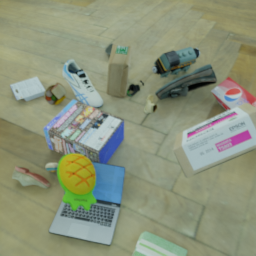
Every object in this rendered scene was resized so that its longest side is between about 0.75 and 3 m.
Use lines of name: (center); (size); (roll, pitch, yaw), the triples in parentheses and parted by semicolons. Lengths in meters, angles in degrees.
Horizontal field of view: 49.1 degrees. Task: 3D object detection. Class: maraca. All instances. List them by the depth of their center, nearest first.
maraca: (-1.477, 1.549, 8.224); (1.238, 0.966, 1.805); (10, 51, -32)

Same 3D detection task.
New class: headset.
headset: (0.351, -1.807, 13.000); (0.621, 0.473, 1.006); (15, 63, 51)

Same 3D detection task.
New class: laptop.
laptop: (-1.222, 2.175, 8.494); (1.904, 1.179, 2.034); (8, 42, 9)

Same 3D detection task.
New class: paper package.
paper package: (-0.398, -2.637, 12.805); (0.940, 1.732, 1.817); (8, 43, -1)

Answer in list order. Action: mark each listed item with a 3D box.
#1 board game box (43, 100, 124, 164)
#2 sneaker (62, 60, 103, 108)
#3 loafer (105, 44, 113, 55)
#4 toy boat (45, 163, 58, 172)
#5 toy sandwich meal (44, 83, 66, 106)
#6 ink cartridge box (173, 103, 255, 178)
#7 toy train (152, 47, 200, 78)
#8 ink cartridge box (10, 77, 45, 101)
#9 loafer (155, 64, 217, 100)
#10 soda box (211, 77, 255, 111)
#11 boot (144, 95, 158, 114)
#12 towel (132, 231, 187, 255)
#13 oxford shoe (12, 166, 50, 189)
board game box: (-1.579, 0.232, 10.432); (2.324, 1.126, 1.853); (22, 50, 18)
sneaker: (-2.051, -1.955, 12.522); (0.953, 0.961, 2.653); (-29, 71, -36)
loafer: (-0.690, -4.021, 15.186); (0.674, 0.624, 1.792); (-44, 41, 5)
toy boat: (-2.464, 1.411, 9.770); (0.813, 0.684, 0.378); (0, 81, -19)
toy sandwich meal: (-3.169, -1.455, 12.291); (1.023, 1.023, 0.350); (-27, 22, -25)
ink cartridge box: (2.579, 0.272, 7.975); (2.440, 0.917, 2.011); (-26, 3, 15)
toy train: (2.342, -3.210, 13.519); (2.463, 1.404, 1.050); (-20, 83, -25)
ink cartridge box: (-4.676, -1.776, 13.085); (1.334, 0.289, 1.310); (-23, 49, -19)
loafer: (2.654, -1.878, 12.535); (2.904, 1.043, 0.913); (-27, 81, -6)
soda box: (4.624, -0.824, 11.225); (1.015, 0.920, 2.900); (-40, 41, 9)
boot: (1.009, -1.001, 11.722); (0.310, 0.661, 0.851); (26, 77, -27)
towel: (0.654, 3.837, 7.550); (1.382, 0.212, 1.812); (19, 47, 18)
oxford shoe: (-3.287, 1.787, 9.505); (1.382, 0.489, 0.510); (24, 88, 13)
